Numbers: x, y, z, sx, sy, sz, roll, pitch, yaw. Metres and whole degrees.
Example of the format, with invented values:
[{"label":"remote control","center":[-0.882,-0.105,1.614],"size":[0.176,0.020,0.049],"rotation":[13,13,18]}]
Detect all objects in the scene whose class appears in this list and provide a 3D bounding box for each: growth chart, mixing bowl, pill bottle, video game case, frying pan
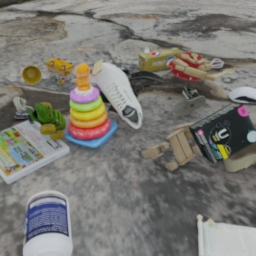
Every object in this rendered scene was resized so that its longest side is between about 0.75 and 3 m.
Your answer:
[{"label":"growth chart","center":[2.658,2.893,6.633],"size":[2.105,0.187,1.524],"rotation":[9,37,12]},{"label":"mixing bowl","center":[2.799,-2.880,12.763],"size":[1.652,0.894,1.652],"rotation":[7,32,-4]},{"label":"pill bottle","center":[-1.843,2.486,6.444],"size":[1.059,1.059,1.908],"rotation":[-8,37,-11]},{"label":"video game case","center":[-3.627,0.660,9.640],"size":[2.227,0.280,2.447],"rotation":[-28,46,-34]},{"label":"frying pan","center":[-4.049,-0.478,10.964],"size":[0.942,0.253,1.557],"rotation":[-5,19,-5]}]

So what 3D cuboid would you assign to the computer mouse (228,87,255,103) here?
[{"label":"computer mouse","center":[5.682,-1.436,12.317],"size":[2.385,0.523,1.308],"rotation":[6,37,8]}]

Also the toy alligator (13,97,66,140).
[{"label":"toy alligator","center":[-2.548,-0.334,8.887],"size":[0.716,2.980,0.988],"rotation":[-16,74,3]}]

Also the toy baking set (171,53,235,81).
[{"label":"toy baking set","center":[3.084,-2.555,11.499],"size":[2.559,0.298,1.964],"rotation":[23,44,14]}]

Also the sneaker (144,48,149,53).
[{"label":"sneaker","center":[1.087,-4.517,16.726],"size":[0.326,0.344,0.853],"rotation":[2,37,0]}]

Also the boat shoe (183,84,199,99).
[{"label":"boat shoe","center":[2.832,-1.485,12.442],"size":[0.504,0.454,1.425],"rotation":[-11,37,-15]}]

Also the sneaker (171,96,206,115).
[{"label":"sneaker","center":[2.324,-0.871,11.368],"size":[1.533,0.573,0.814],"rotation":[-16,6,-18]}]

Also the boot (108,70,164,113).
[{"label":"boot","center":[0.284,-1.293,10.936],"size":[2.038,1.774,0.705],"rotation":[5,28,-3]}]

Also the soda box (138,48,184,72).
[{"label":"soda box","center":[1.762,-3.654,15.120],"size":[2.428,0.822,0.777],"rotation":[-15,38,-20]}]

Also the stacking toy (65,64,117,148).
[{"label":"stacking toy","center":[-1.427,-0.856,9.513],"size":[1.539,2.805,1.628],"rotation":[17,41,26]}]

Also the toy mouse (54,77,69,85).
[{"label":"toy mouse","center":[-3.383,-2.346,13.883],"size":[0.828,0.160,0.736],"rotation":[-21,41,-27]}]

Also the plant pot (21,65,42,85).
[{"label":"plant pot","center":[-3.959,-2.197,11.442],"size":[0.767,0.767,0.545],"rotation":[-14,23,-19]}]

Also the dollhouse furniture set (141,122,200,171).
[{"label":"dollhouse furniture set","center":[1.467,0.691,9.256],"size":[1.977,1.025,0.875],"rotation":[-28,5,-33]}]

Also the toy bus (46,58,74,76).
[{"label":"toy bus","center":[-3.530,-3.169,14.591],"size":[1.673,0.655,0.545],"rotation":[25,41,30]}]

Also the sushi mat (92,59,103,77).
[{"label":"sushi mat","center":[-0.967,-1.905,8.851],"size":[0.383,0.048,0.800],"rotation":[-29,33,20]}]

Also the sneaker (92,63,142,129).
[{"label":"sneaker","center":[-0.273,-1.108,9.733],"size":[1.003,2.626,1.057],"rotation":[-32,30,16]}]

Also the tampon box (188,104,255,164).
[{"label":"tampon box","center":[2.559,0.137,7.571],"size":[1.392,1.043,0.879],"rotation":[-30,9,0]}]

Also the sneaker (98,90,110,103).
[{"label":"sneaker","center":[-0.671,-1.535,12.431],"size":[1.540,0.589,0.882],"rotation":[2,34,-2]}]

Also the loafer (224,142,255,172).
[{"label":"loafer","center":[3.744,0.917,8.976],"size":[1.810,0.618,0.685],"rotation":[-12,38,-21]}]
